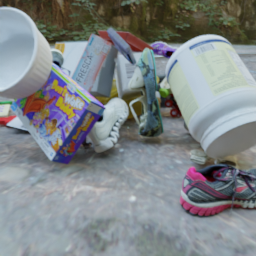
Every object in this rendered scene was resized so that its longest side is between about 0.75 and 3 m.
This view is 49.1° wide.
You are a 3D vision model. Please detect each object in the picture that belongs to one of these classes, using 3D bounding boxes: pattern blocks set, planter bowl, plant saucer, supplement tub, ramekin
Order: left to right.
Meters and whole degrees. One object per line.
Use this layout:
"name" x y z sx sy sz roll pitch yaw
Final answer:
"pattern blocks set" -5.286 -0.538 10.847 2.574 0.237 2.928 -4 21 -9
"ramekin" -3.011 -1.774 7.107 2.169 2.169 1.057 5 -8 14
"plant saucer" -0.102 -2.976 9.820 1.497 0.275 1.494 20 5 39
"planter bowl" -0.002 -1.087 10.738 2.614 1.089 2.614 -13 27 7
"supplement tub" 2.232 -0.790 7.139 1.938 1.938 2.673 -7 58 -16

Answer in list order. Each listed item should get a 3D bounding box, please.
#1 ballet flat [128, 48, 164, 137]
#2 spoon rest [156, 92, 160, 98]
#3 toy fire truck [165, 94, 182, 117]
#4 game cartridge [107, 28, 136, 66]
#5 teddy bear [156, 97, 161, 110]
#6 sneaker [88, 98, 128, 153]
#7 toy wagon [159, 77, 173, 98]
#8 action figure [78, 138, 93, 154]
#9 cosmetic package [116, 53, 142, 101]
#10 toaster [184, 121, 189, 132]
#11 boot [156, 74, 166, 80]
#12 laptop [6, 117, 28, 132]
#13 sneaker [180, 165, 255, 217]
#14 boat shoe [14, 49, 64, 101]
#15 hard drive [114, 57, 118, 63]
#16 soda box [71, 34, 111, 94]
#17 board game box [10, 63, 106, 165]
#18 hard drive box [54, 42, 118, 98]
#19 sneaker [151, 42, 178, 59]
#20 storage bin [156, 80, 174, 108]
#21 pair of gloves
"ballet flat" 0.456 -0.982 8.337 0.988 2.662 0.988 -9 6 1
"spoon rest" 0.858 -1.071 11.617 0.544 0.892 1.795 12 2 -25
"toy fire truck" 1.932 -0.915 10.747 0.816 0.972 0.545 -31 -5 32
"game cartridge" -0.157 -2.246 7.920 0.237 0.801 1.235 -39 -12 4
"teddy bear" 0.968 -0.618 10.190 0.419 0.909 1.254 18 23 15
"sneaker" -0.620 -0.336 8.223 0.869 0.937 2.313 -24 27 26
"toy wagon" 2.190 -1.926 10.382 2.338 0.463 1.814 -4 45 54
"action figure" -1.249 0.346 7.798 0.290 0.835 0.543 -28 -25 30
"cosmetic package" 0.075 -1.694 10.161 0.844 1.202 2.370 -8 -5 -6
"toaster" 2.894 -0.282 8.987 2.028 1.152 1.310 -9 26 -29
"boot" 1.593 -2.824 16.339 1.457 0.581 1.602 0 9 42
"laptop" -3.053 -0.532 9.742 1.664 0.965 1.558 14 20 -3
"sneaker" 2.164 1.130 5.665 2.284 0.853 0.921 -7 22 -20
"boat shoe" -2.859 -1.476 8.805 0.823 2.262 0.699 36 18 -36
"hard drive" 0.157 -2.411 10.196 0.796 0.158 1.206 -8 -5 32
"soda box" -1.311 -1.781 8.954 0.713 2.244 0.767 26 -3 -8
"board game box" -1.957 -0.530 7.407 2.587 1.740 0.579 40 9 36
"hard drive box" -1.696 -2.163 10.361 2.356 1.836 0.905 7 -5 29
"sneaker" 1.414 -3.018 10.975 1.341 0.541 0.559 21 31 27
"storage bin" 1.530 -1.578 12.737 1.222 0.848 1.808 -2 22 -5
"pair of gloves" 2.189 0.846 7.142 1.225 0.215 1.042 13 16 12
